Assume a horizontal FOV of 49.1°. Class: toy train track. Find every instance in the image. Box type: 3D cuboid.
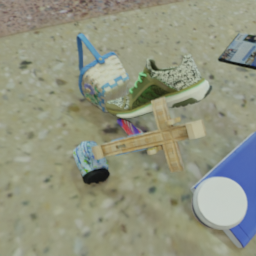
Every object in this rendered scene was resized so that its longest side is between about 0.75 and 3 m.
[{"bbox_3d":[0.249,0.314,5.898,2.715,1.557,0.442,-15,1,32],"label":"toy train track"}]

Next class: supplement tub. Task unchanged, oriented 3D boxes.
[{"bbox_3d":[1.546,1.321,4.869,0.844,1.203,0.844,-3,71,10],"label":"supplement tub"}]

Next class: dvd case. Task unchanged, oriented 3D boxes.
[{"bbox_3d":[3.283,-2.071,7.558,1.032,0.127,1.447,-51,40,-4],"label":"dvd case"}]

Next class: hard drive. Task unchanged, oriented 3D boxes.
[{"bbox_3d":[2.972,1.408,6.938,2.539,0.322,1.675,-34,78,-25],"label":"hard drive"}]

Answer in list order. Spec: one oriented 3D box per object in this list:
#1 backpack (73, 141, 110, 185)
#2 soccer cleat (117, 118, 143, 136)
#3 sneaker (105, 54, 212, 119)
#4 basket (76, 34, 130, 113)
[{"bbox_3d":[-0.978,0.847,7.246,0.849,0.800,1.041,10,29,-52],"label":"backpack"},{"bbox_3d":[0.031,0.046,8.088,0.909,0.310,0.333,35,56,-23],"label":"soccer cleat"},{"bbox_3d":[0.594,-1.131,7.273,2.941,1.303,1.131,-12,18,28],"label":"sneaker"},{"bbox_3d":[-0.952,-1.685,8.748,1.442,1.828,2.073,-30,69,-17],"label":"basket"}]
